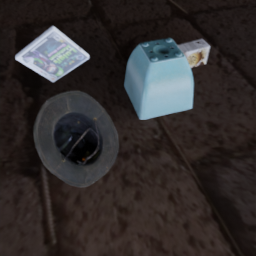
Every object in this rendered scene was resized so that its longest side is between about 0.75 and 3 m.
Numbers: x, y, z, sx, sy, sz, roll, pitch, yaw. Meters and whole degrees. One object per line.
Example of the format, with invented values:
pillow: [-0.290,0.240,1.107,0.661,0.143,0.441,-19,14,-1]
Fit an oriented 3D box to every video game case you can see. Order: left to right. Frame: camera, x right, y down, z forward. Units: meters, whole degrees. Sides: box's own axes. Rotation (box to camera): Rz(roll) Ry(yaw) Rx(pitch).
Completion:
video game case: [-1.871,-1.764,6.977,1.342,1.220,0.157,-26,56,25]

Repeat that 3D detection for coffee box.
coffee box: [2.183,-2.636,10.273,1.413,0.799,0.564,-18,51,-14]

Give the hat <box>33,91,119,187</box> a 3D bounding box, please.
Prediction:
hat: [-1.442,0.279,7.256,0.986,2.444,2.444,-4,35,49]

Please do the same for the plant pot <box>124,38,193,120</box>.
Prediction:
plant pot: [0.961,-1.658,8.726,1.817,1.851,1.812,-13,51,-11]
